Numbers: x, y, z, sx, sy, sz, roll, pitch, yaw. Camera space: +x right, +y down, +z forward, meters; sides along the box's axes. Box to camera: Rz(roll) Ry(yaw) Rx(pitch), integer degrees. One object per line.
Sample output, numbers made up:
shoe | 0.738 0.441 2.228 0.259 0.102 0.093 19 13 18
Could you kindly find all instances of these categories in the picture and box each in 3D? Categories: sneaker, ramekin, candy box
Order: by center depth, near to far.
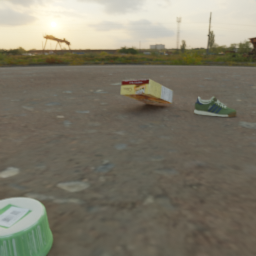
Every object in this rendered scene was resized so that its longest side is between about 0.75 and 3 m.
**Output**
ramekin | -1.762 1.549 4.197 1.184 0.578 1.184 0 16 0
sneaker | 3.914 -0.982 12.577 1.851 0.831 0.621 6 17 20
candy box | 0.974 -1.738 13.807 1.527 0.731 2.645 4 -2 32
